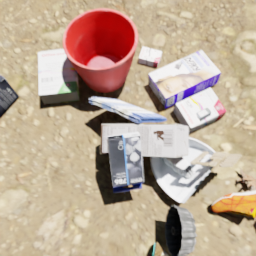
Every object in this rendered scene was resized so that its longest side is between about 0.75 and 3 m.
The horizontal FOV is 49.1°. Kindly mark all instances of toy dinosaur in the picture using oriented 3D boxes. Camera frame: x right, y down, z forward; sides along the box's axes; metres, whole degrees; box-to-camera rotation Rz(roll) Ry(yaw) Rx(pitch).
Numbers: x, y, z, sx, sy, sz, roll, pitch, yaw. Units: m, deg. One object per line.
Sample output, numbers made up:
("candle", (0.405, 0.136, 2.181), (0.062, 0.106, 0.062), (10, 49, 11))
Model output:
("toy dinosaur", (4.102, 1.834, 9.209), (0.813, 0.515, 1.199), (-14, 53, -16))

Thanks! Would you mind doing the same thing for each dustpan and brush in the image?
("dustpan and brush", (1.239, 0.831, 9.342), (2.004, 0.822, 2.872), (-49, 50, -7))

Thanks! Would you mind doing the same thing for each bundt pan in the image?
("bundt pan", (1.437, 2.774, 7.534), (0.505, 1.346, 1.346), (4, 68, -10))

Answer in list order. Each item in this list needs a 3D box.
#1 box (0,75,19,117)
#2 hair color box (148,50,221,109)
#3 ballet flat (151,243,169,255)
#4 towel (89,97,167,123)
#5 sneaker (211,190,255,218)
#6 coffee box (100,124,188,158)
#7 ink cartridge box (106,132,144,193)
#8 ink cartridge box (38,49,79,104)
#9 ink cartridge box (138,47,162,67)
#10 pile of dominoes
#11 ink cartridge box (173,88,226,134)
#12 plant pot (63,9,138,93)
("box", (-5.853, -1.158, 9.850), (2.681, 1.396, 2.441), (32, 72, 12))
("hair color box", (2.058, -1.826, 10.416), (2.337, 0.757, 1.277), (-27, 64, -9))
("ballet flat", (0.880, 3.759, 7.803), (0.616, 1.702, 0.577), (10, 92, 12))
("towel", (-0.023, -0.568, 9.120), (2.181, 1.602, 0.260), (23, 104, 32))
("sneaker", (3.443, 2.357, 8.441), (1.918, 0.700, 0.740), (-19, 52, 27))
("coffee box", (0.509, 0.388, 8.701), (2.439, 1.379, 0.974), (0, 87, 27))
("ink cartridge box", (-0.055, 1.059, 7.838), (0.911, 0.359, 1.832), (-9, 110, -7))
("ink cartridge box", (-2.591, -1.933, 10.473), (1.366, 0.822, 1.880), (-7, 70, -3))
("ink cartridge box", (0.860, -2.796, 11.069), (0.804, 0.333, 0.589), (16, 70, 6))
("pile of dominoes", (2.568, 0.983, 8.094), (1.145, 1.469, 0.234), (4, 101, 31))
("ink cartridge box", (2.549, -0.610, 10.057), (1.487, 0.637, 1.097), (-25, 71, -11))
("plant pot", (-0.904, -2.514, 9.963), (2.468, 2.184, 2.468), (0, 69, 0))
